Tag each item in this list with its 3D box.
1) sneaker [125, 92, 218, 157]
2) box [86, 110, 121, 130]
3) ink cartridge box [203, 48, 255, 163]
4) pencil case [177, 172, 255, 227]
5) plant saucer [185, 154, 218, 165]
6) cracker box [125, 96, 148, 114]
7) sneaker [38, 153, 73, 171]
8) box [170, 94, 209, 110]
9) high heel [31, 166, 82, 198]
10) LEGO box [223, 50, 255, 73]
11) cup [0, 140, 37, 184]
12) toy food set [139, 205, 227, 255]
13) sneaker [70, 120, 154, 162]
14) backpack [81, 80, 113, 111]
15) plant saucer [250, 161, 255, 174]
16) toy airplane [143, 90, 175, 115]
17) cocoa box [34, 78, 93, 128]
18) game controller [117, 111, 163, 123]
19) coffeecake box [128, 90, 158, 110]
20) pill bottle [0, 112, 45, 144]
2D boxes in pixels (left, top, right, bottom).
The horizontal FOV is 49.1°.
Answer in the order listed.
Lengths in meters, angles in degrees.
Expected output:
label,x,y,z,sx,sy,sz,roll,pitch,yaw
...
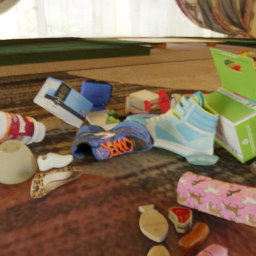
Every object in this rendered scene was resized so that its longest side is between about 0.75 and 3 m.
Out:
label,x,y,z,sx,sy,sz,roll,pitch,yaw
sneaker,1.310,-0.338,8.478,2.909,1.899,1.157,17,22,16
box,-0.884,-0.304,10.900,1.155,0.291,1.600,-10,26,-21
ink cartridge box,2.945,-0.729,8.361,1.082,2.857,2.111,-30,28,-2
pencil case,1.930,1.447,5.871,1.861,0.771,0.805,6,-3,40
plant saucer,2.042,0.899,7.771,0.891,0.160,0.891,5,-17,1
cracker box,0.339,-0.863,11.741,0.867,0.373,1.294,11,27,-8
sneaker,-1.903,0.836,7.270,0.918,0.368,0.323,-14,23,-2
box,2.654,-0.600,10.542,1.941,1.057,1.241,-1,26,-4
high heel,-1.723,1.298,6.842,1.009,0.506,1.416,-4,15,4
LEGO box,4.131,-0.932,9.029,1.055,2.735,2.037,-27,24,3
cup,-3.031,0.805,7.404,1.120,0.801,1.120,4,34,-3
toy food set,0.993,2.144,5.136,1.490,0.369,2.344,-3,14,-1
sneaker,-0.512,0.521,8.070,2.742,1.033,1.075,-7,34,32
backpack,-1.283,-1.375,11.743,1.272,1.314,1.566,1,3,-1
plant saucer,3.910,1.102,7.652,1.058,0.170,1.058,-2,21,1
toy airplane,1.054,-0.896,9.911,1.279,0.235,1.279,-16,50,20
cocoa box,-2.337,-0.917,10.239,1.089,1.071,1.633,21,-12,46
game controller,0.682,-0.345,9.958,2.091,0.440,1.091,4,4,29
coffeecake box,0.695,-1.151,11.465,0.878,0.418,1.144,24,30,30
pill bottle,-3.420,0.042,8.713,0.875,0.875,1.549,17,2,34
